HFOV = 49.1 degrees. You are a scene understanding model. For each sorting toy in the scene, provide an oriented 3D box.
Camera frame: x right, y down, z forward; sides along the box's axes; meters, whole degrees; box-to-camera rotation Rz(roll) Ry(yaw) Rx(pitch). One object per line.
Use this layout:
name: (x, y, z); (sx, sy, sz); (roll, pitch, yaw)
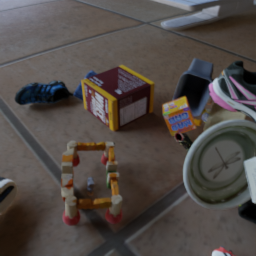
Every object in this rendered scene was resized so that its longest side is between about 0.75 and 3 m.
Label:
sorting toy: (3.184, -0.444, 9.772); (1.956, 0.262, 1.457); (6, 69, 49)

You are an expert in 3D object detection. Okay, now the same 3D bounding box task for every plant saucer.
plant saucer: (2.265, 0.820, 6.561); (2.244, 2.244, 0.563); (-9, 20, -10)

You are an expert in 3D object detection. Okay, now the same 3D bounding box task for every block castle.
block castle: (-1.019, 1.485, 7.698); (1.557, 1.093, 2.330); (0, 42, -10)

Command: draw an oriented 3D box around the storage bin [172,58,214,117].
storage bin: (2.428, -1.466, 9.817); (1.297, 1.782, 1.197); (21, 53, 8)

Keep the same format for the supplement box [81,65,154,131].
supplement box: (-0.398, -1.221, 10.800); (1.989, 1.321, 1.962); (-28, 47, -30)

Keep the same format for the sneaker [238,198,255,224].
sneaker: (3.195, 1.829, 7.426); (0.986, 0.832, 2.254); (-14, 43, -21)

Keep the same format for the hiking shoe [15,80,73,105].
hiking shoe: (-3.421, -1.370, 11.333); (2.201, 0.819, 0.954); (-23, 44, -29)

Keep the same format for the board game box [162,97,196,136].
board game box: (1.678, -0.390, 9.263); (0.840, 0.839, 0.839); (-20, 26, 16)

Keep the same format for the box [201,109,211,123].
box: (3.264, -0.147, 10.145); (0.478, 0.439, 1.366); (-9, 41, -20)

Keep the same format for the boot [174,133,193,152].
boot: (1.849, 0.550, 8.901); (0.708, 0.338, 0.937); (14, 44, -55)

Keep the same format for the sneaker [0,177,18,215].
sneaker: (-4.344, 2.184, 6.966); (1.602, 1.046, 2.864); (14, 33, 22)

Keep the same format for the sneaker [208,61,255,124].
sneaker: (3.696, -0.771, 7.387); (2.941, 1.270, 1.181); (22, 45, -2)

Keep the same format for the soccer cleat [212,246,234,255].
soccer cleat: (2.529, 3.142, 6.149); (1.400, 0.480, 0.596); (17, 54, 22)

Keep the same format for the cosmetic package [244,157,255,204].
cosmetic package: (3.878, 1.252, 6.001); (2.616, 1.354, 0.956); (22, 52, -32)

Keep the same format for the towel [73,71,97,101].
towel: (-1.593, -1.753, 12.022); (0.931, 0.405, 1.668); (27, 47, -1)
